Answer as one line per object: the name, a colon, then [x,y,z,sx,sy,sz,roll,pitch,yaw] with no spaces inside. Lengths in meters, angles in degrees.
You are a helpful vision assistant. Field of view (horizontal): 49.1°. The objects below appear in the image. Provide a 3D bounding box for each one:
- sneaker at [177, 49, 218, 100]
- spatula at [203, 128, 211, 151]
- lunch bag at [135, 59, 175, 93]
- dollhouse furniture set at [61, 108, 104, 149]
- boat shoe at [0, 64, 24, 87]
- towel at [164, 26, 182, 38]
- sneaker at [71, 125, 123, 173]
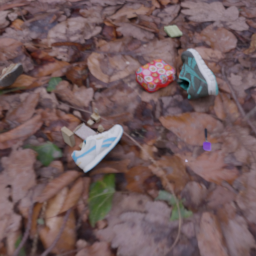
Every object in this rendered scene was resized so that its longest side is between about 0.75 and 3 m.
sneaker: [2.382,-2.075,10.755,1.211,1.030,2.655,-21,44,4]
spatula: [2.609,0.367,9.343,0.247,0.090,0.876,4,52,3]
lunch bag: [1.116,-2.003,10.909,1.407,0.576,1.239,-31,58,-22]
dollhouse furniture set: [-1.387,0.019,9.273,0.743,0.634,1.433,34,59,24]
boat shoe: [-4.719,-2.100,11.076,0.495,0.522,1.379,15,44,16]
towel: [2.113,-4.557,13.209,0.645,0.159,0.870,-15,53,-10]
sneaker: [-0.900,0.477,8.719,0.770,0.729,1.906,46,60,-4]
